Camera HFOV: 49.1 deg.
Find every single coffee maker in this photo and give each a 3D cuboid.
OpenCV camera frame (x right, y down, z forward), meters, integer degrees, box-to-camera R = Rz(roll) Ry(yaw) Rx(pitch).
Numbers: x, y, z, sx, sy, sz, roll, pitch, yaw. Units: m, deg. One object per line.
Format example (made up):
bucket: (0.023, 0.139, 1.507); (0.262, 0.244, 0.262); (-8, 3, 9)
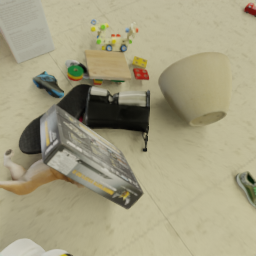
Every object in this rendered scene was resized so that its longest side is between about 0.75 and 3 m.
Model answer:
coffee maker: (-0.280, -0.305, 7.628); (1.706, 1.149, 1.638); (2, 61, 2)

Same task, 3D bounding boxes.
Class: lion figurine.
lion figurine: (-2.095, 1.106, 6.807); (2.561, 1.568, 0.928); (-14, 47, 6)

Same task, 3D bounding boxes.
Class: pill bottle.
pill bottle: (-1.073, 3.041, 4.685); (2.711, 1.509, 1.509); (22, 62, 23)

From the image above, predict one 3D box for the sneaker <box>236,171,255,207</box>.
sneaker: (3.152, 1.535, 6.948); (0.425, 0.490, 1.105); (-27, 64, -15)

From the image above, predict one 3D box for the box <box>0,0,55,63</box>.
box: (-3.545, -3.750, 8.750); (1.373, 2.583, 1.967); (-26, 63, -14)

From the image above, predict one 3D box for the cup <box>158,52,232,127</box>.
cup: (1.949, -0.873, 7.574); (1.991, 1.991, 1.424); (-10, 70, -6)

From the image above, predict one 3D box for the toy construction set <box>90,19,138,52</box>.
toy construction set: (-0.445, -3.027, 9.175); (1.579, 1.035, 0.727); (3, 18, 6)

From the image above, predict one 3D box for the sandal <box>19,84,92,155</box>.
sandal: (-1.784, -0.190, 7.872); (1.111, 0.666, 2.957); (21, 47, 17)

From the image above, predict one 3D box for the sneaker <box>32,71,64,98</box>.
sneaker: (-2.343, -1.354, 8.487); (1.334, 0.488, 0.546); (33, 67, 29)

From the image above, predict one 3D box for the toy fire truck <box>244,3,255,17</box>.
toy fire truck: (5.011, -4.461, 10.502); (1.076, 0.262, 0.759); (32, 65, 18)

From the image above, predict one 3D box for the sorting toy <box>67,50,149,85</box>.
sorting toy: (-0.592, -1.834, 8.721); (2.631, 0.445, 1.268); (-1, 50, -19)

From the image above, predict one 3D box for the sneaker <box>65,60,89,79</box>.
sneaker: (-1.598, -1.923, 8.691); (0.942, 0.659, 0.366); (29, 86, 7)

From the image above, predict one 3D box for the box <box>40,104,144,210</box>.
box: (-0.843, 0.617, 6.186); (0.548, 2.266, 1.795); (-47, 32, 8)
